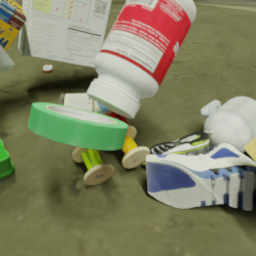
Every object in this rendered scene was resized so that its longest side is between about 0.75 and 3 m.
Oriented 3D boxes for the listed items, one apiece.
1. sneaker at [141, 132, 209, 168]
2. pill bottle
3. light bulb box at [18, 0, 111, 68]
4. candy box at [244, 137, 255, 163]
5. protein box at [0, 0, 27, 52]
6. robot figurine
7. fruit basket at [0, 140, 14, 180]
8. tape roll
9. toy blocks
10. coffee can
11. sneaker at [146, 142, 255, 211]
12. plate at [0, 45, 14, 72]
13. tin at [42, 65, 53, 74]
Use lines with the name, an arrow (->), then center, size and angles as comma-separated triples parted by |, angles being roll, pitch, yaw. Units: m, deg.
sneaker -> 1.294, 0.774, 7.508 | 1.933, 0.782, 0.714 | -17, 19, 9
pill bottle -> 0.244, -1.753, 6.518 | 1.623, 2.892, 1.623 | 28, -3, 2
light bulb box -> -2.462, -4.117, 10.670 | 2.948, 2.974, 1.856 | 4, 21, -30
candy box -> 3.547, 1.137, 5.558 | 2.444, 0.676, 1.411 | 33, 21, -25
protein box -> -4.235, -3.258, 8.686 | 1.200, 1.766, 1.779 | 28, 20, -40
robot figurine -> 3.119, -0.046, 8.208 | 2.060, 1.372, 2.430 | 39, 45, 23
fruit basket -> -4.367, 0.848, 6.850 | 2.658, 1.917, 2.658 | -30, -2, -1
tape roll -> -0.909, -0.053, 5.246 | 1.796, 0.432, 1.796 | 14, 7, -2
toy blocks -> -0.736, 0.212, 7.501 | 1.833, 0.798, 2.199 | -22, 55, -15
coffee can -> -1.198, -0.467, 8.981 | 1.784, 1.306, 1.306 | -2, 30, -3
sneaker -> 1.890, 1.080, 6.764 | 2.829, 1.143, 1.634 | 4, 19, 14
plate -> -2.515, -1.028, 4.118 | 1.273, 1.276, 0.206 | -17, 70, -5
tin -> -4.164, -3.054, 14.535 | 0.525, 0.196, 0.937 | -1, 30, -9
